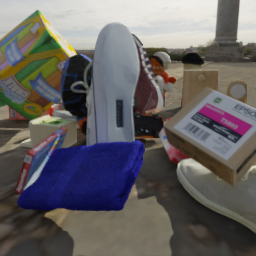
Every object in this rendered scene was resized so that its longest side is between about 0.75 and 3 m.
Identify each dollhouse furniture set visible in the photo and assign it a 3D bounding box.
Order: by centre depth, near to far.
[{"bbox_3d":[2.202,-0.246,5.830,2.028,1.737,2.132,1,16,8],"label":"dollhouse furniture set"}]

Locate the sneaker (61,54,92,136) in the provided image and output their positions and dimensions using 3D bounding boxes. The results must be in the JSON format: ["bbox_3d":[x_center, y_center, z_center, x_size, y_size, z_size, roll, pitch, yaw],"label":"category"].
[{"bbox_3d":[-1.063,-0.778,6.537,1.006,2.670,1.047,-20,65,-11],"label":"sneaker"}]

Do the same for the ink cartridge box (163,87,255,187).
[{"bbox_3d":[1.246,0.062,3.848,0.977,0.445,1.185,-42,48,-16],"label":"ink cartridge box"}]

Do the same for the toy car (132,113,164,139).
[{"bbox_3d":[0.163,-0.606,7.139,1.008,2.056,0.684,-16,-6,-27],"label":"toy car"}]

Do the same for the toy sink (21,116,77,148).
[{"bbox_3d":[-1.903,0.096,6.669,1.131,0.634,0.737,6,16,19],"label":"toy sink"}]

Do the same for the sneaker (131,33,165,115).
[{"bbox_3d":[0.008,-1.280,7.219,1.265,2.190,0.829,-22,-5,-4],"label":"sneaker"}]

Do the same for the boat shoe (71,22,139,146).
[{"bbox_3d":[-0.489,-0.549,5.398,1.175,2.757,1.019,0,1,44],"label":"boat shoe"}]

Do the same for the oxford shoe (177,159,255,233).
[{"bbox_3d":[1.706,0.853,3.830,1.055,0.811,2.807,-10,17,-24],"label":"oxford shoe"}]

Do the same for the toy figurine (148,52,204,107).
[{"bbox_3d":[1.095,-1.944,10.799,2.909,2.055,2.954,-6,19,-31],"label":"toy figurine"}]

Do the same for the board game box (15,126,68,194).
[{"bbox_3d":[-1.517,0.508,5.076,0.144,0.760,1.477,25,18,1],"label":"board game box"}]

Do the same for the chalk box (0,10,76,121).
[{"bbox_3d":[-2.893,-1.534,7.964,2.807,1.746,1.738,-37,50,7],"label":"chalk box"}]

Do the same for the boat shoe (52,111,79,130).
[{"bbox_3d":[-1.369,-0.334,8.220,1.857,0.596,0.685,-13,21,-40],"label":"boat shoe"}]

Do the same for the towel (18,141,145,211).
[{"bbox_3d":[-0.622,0.715,4.031,1.648,0.408,1.217,-8,34,27],"label":"towel"}]

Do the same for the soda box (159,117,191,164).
[{"bbox_3d":[1.092,0.285,5.950,0.502,0.554,1.582,28,13,-10],"label":"soda box"}]

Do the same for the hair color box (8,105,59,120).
[{"bbox_3d":[-3.017,-0.522,9.092,1.396,0.446,0.774,2,11,4],"label":"hair color box"}]
